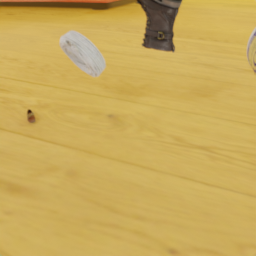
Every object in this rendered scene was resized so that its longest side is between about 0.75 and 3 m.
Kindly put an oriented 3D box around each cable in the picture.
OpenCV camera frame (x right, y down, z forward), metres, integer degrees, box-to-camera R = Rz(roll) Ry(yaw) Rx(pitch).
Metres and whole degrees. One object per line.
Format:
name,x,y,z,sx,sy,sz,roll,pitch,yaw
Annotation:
cable,-1.593,-2.545,9.744,0.623,1.798,1.798,-51,36,-8

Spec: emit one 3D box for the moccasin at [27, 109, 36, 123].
moccasin,-3.447,-0.429,9.932,0.284,0.300,0.777,-11,34,-16

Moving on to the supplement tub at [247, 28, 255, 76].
supplement tub,2.645,-0.971,4.301,1.262,1.262,1.735,3,39,5

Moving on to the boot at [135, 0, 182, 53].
boot,0.646,-3.270,8.607,2.007,1.748,0.695,24,45,13
